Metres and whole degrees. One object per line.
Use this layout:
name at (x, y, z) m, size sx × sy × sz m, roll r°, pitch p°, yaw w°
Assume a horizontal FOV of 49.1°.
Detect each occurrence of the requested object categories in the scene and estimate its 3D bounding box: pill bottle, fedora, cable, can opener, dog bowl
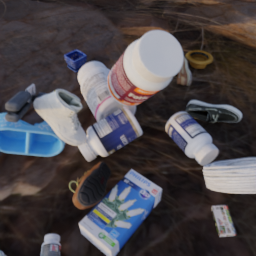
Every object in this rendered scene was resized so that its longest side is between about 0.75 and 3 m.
pill bottle at (-0.678, 0.267, 9.714) m, size 2.120 × 1.178 × 1.178 m, roll -31°, pitch 51°, yaw -3°
fedora at (3.479, -3.319, 13.845) m, size 1.380 × 0.563 × 1.380 m, roll -2°, pitch 44°, yaw 1°
cable at (3.224, 1.311, 7.943) m, size 2.122 × 2.122 × 0.735 m, roll -8°, pitch 88°, yaw 5°
pill bottle at (-2.051, 3.310, 7.406) m, size 0.503 × 0.503 × 0.869 m, roll -3°, pitch 46°, yaw -3°
pill bottle at (-0.965, -1.390, 11.231) m, size 1.589 × 1.589 × 2.803 m, roll -18°, pitch 49°, yaw -17°
pill bottle at (0.435, -1.728, 8.635) m, size 1.595 × 2.793 × 1.595 m, roll 3°, pitch 80°, yaw -18°
can opener at (-2.870, -0.755, 8.205) m, size 0.767 × 0.612 × 2.293 m, roll 7°, pitch 20°, yaw -8°
dog bowl at (-3.328, 0.313, 9.399) m, size 2.569 × 1.432 × 0.637 m, roll 8°, pitch 42°, yaw -16°
pill bottle at (2.250, 0.386, 9.881) m, size 1.057 × 1.057 × 1.903 m, roll -21°, pitch 50°, yaw -19°

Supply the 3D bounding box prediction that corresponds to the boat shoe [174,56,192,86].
boat shoe at (2.411, -2.747, 13.170) m, size 0.732 × 0.772 × 2.040 m, roll -5°, pitch 44°, yaw -3°

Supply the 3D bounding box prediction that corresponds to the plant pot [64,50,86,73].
plant pot at (-2.524, -3.212, 13.619) m, size 0.817 × 0.735 × 0.817 m, roll 35°, pitch 55°, yaw 30°

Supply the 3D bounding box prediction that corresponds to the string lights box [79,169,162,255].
string lights box at (-0.166, 2.416, 8.141) m, size 1.195 × 0.686 × 2.326 m, roll 29°, pitch 53°, yaw 26°

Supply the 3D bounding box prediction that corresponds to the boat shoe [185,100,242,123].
boat shoe at (3.309, -0.496, 11.015) m, size 2.140 × 0.757 × 0.681 m, roll 13°, pitch 46°, yaw 23°

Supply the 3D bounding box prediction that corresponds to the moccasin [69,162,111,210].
moccasin at (-1.158, 1.696, 8.230) m, size 0.875 × 0.830 × 2.268 m, roll -33°, pitch 13°, yaw 14°

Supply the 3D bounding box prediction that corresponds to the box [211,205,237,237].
box at (2.793, 2.724, 8.222) m, size 0.493 × 0.156 × 0.896 m, roll -2°, pitch 46°, yaw -2°

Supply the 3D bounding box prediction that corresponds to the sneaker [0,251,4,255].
sneaker at (-3.896, 3.588, 7.143) m, size 1.386 × 0.491 × 0.506 m, roll -27°, pitch 51°, yaw -24°

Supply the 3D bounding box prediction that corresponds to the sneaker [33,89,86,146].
sneaker at (-1.724, -0.265, 8.439) m, size 1.196 × 2.069 × 0.762 m, roll -18°, pitch 39°, yaw 33°
